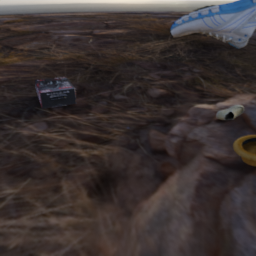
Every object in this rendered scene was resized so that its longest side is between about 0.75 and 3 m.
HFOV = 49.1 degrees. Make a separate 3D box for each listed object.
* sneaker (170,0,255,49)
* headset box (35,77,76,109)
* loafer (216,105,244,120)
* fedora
[{"bbox_3d":[2.087,-2.154,6.006,2.334,1.012,0.875,-11,18,13],"label":"sneaker"},{"bbox_3d":[-3.024,-1.469,11.647,1.399,0.726,1.880,-11,28,-19],"label":"headset box"},{"bbox_3d":[3.775,-0.503,10.193,1.151,0.436,0.393,-19,33,-14],"label":"loafer"},{"bbox_3d":[3.573,0.691,7.799,1.294,0.528,1.294,-4,31,3],"label":"fedora"}]
